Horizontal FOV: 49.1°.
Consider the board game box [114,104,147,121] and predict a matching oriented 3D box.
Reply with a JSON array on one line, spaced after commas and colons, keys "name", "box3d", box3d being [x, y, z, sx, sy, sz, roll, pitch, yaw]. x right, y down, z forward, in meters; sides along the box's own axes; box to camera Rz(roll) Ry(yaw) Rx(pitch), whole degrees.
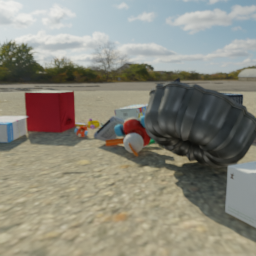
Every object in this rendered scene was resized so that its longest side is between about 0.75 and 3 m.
[{"name": "board game box", "box3d": [0.365, -0.440, 12.345, 1.055, 1.037, 2.012, -2, 9, 27]}]

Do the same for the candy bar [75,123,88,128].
[{"name": "candy bar", "box3d": [-2.111, -0.125, 13.346, 1.326, 0.147, 0.331, 6, 11, 27]}]

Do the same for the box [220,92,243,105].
[{"name": "box", "box3d": [4.290, -1.089, 14.900, 2.775, 1.485, 2.059, -3, 10, -14]}]

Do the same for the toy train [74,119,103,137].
[{"name": "toy train", "box3d": [-1.301, 0.165, 11.093, 1.485, 0.413, 1.115, 11, 41, 5]}]

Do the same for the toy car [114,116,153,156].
[{"name": "toy car", "box3d": [0.237, 0.432, 8.574, 1.160, 1.113, 1.259, -19, 38, 23]}]

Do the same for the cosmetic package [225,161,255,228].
[{"name": "cosmetic package", "box3d": [2.812, 1.026, 4.736, 2.113, 0.896, 1.137, -5, 11, -27]}]

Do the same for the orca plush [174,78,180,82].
[{"name": "orca plush", "box3d": [1.960, -0.118, 8.055, 2.896, 1.524, 1.030, 43, -5, 40]}]

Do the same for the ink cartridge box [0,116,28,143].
[{"name": "ink cartridge box", "box3d": [-4.784, 0.020, 10.856, 1.224, 0.721, 2.126, 0, 10, 2]}]

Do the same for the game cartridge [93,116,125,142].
[{"name": "game cartridge", "box3d": [-0.574, 0.070, 9.680, 0.755, 1.133, 0.229, 26, 35, -38]}]

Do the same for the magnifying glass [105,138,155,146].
[{"name": "magnifying glass", "box3d": [0.088, 0.430, 9.586, 1.721, 0.193, 0.685, -5, 32, -1]}]

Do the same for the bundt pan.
[{"name": "bundt pan", "box3d": [1.627, 0.106, 6.892, 2.855, 1.072, 2.855, 24, -15, 7]}]

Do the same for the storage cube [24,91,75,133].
[{"name": "storage cube", "box3d": [-3.456, -0.797, 12.667, 1.908, 1.715, 1.631, 1, 10, 12]}]
